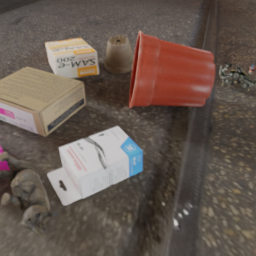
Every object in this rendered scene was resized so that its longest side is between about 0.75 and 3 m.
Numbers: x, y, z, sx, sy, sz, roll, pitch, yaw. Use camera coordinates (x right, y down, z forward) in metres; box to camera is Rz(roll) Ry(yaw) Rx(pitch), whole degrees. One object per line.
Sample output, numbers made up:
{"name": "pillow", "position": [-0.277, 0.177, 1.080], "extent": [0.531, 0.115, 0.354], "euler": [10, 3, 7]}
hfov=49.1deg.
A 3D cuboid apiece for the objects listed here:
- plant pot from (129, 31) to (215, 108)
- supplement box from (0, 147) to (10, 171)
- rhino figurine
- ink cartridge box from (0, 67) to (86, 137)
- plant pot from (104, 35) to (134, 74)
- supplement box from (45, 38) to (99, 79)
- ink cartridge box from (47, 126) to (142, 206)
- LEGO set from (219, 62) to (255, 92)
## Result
{"name": "plant pot", "position": [1.511, -1.905, 10.100], "extent": [2.635, 2.710, 2.710], "euler": [7, 37, -4]}
{"name": "supplement box", "position": [-4.212, 0.619, 7.923], "extent": [0.979, 0.959, 1.895], "euler": [-23, 43, -28]}
{"name": "rhino figurine", "position": [-2.358, 1.579, 6.595], "extent": [0.728, 1.065, 2.436], "euler": [-49, 48, 5]}
{"name": "ink cartridge box", "position": [-3.336, -1.053, 10.035], "extent": [2.821, 1.059, 2.324], "euler": [19, 42, 23]}
{"name": "plant pot", "position": [-0.402, -3.428, 12.773], "extent": [1.489, 1.292, 1.489], "euler": [-1, 48, 1]}
{"name": "supplement box", "position": [-2.581, -3.160, 12.574], "extent": [1.788, 1.043, 2.837], "euler": [-14, 33, -18]}
{"name": "ink cartridge box", "position": [-0.938, 0.953, 7.632], "extent": [2.364, 0.788, 1.369], "euler": [-21, 42, -25]}
{"name": "LEGO set", "position": [4.554, -1.908, 10.997], "extent": [1.896, 0.828, 2.920], "euler": [18, 5, -5]}
